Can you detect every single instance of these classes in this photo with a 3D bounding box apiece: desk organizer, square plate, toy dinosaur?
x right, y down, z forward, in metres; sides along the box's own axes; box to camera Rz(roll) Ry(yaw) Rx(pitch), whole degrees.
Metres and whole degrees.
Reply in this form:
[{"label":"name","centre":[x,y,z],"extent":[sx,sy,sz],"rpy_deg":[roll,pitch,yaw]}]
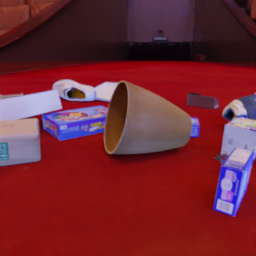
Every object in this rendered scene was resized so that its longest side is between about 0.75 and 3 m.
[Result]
[{"label":"desk organizer","centre":[3.461,-1.270,13.039],"extent":[1.425,0.549,0.511],"rpy_deg":[13,21,37]},{"label":"square plate","centre":[-1.070,-1.915,14.972],"extent":[1.982,0.285,2.001],"rpy_deg":[12,35,37]},{"label":"toy dinosaur","centre":[2.414,0.864,6.569],"extent":[0.565,1.076,0.977],"rpy_deg":[-2,-24,47]}]

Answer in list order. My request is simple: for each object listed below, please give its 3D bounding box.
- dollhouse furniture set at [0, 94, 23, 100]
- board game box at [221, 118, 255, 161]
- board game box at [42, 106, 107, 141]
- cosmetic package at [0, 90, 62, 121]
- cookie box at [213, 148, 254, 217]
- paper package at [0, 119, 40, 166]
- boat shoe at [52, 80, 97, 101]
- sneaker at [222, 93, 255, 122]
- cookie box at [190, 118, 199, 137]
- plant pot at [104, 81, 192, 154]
[{"label":"dollhouse furniture set","centre":[-4.641,-0.812,11.438],"extent":[0.866,0.861,1.228],"rpy_deg":[-6,-6,-15]},{"label":"board game box","centre":[3.076,0.253,7.402],"extent":[0.783,0.797,1.520],"rpy_deg":[11,15,30]},{"label":"board game box","centre":[-1.559,-0.232,9.675],"extent":[2.334,0.523,1.569],"rpy_deg":[-11,20,-32]},{"label":"cosmetic package","centre":[-4.058,-0.546,9.325],"extent":[2.196,0.752,2.912],"rpy_deg":[-2,13,45]},{"label":"cookie box","centre":[1.968,0.955,5.180],"extent":[0.395,0.900,1.052],"rpy_deg":[15,22,30]},{"label":"paper package","centre":[-3.117,0.347,7.294],"extent":[1.583,0.819,1.509],"rpy_deg":[-5,17,-18]},{"label":"boat shoe","centre":[-2.988,-1.857,14.411],"extent":[2.764,0.980,0.965],"rpy_deg":[17,20,27]},{"label":"sneaker","centre":[4.423,-0.196,9.055],"extent":[2.024,1.114,2.764],"rpy_deg":[-23,34,-19]},{"label":"cookie box","centre":[1.736,-0.048,9.255],"extent":[1.120,0.421,0.958],"rpy_deg":[3,17,10]},{"label":"plant pot","centre":[0.599,-0.122,7.527],"extent":[2.048,1.908,1.908],"rpy_deg":[9,14,-18]}]
